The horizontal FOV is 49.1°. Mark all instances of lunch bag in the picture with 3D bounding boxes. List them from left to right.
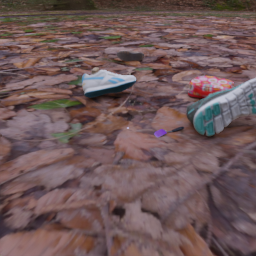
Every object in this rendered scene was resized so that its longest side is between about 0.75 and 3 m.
[{"bbox_3d":[2.804,-1.332,9.553,1.407,0.576,1.239,15,31,27],"label":"lunch bag"}]

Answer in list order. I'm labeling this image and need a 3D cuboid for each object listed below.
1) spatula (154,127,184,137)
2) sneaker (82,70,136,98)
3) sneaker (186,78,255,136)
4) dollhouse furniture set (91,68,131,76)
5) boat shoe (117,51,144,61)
[{"bbox_3d":[1.101,0.075,7.355,0.876,0.090,0.247,-12,30,-21],"label":"spatula"},{"bbox_3d":[-0.630,-1.626,9.625,1.906,0.770,0.729,-12,-13,-19],"label":"sneaker"},{"bbox_3d":[2.743,-0.740,7.571,2.655,1.030,1.211,-20,21,-9],"label":"sneaker"},{"bbox_3d":[-0.657,-1.797,10.407,1.433,0.634,0.743,6,28,11],"label":"dollhouse furniture set"},{"bbox_3d":[0.104,-3.673,14.264,1.379,0.522,0.495,5,23,-11],"label":"boat shoe"}]
